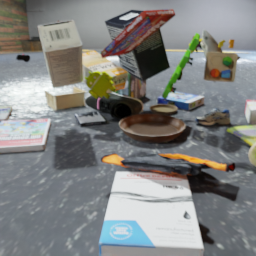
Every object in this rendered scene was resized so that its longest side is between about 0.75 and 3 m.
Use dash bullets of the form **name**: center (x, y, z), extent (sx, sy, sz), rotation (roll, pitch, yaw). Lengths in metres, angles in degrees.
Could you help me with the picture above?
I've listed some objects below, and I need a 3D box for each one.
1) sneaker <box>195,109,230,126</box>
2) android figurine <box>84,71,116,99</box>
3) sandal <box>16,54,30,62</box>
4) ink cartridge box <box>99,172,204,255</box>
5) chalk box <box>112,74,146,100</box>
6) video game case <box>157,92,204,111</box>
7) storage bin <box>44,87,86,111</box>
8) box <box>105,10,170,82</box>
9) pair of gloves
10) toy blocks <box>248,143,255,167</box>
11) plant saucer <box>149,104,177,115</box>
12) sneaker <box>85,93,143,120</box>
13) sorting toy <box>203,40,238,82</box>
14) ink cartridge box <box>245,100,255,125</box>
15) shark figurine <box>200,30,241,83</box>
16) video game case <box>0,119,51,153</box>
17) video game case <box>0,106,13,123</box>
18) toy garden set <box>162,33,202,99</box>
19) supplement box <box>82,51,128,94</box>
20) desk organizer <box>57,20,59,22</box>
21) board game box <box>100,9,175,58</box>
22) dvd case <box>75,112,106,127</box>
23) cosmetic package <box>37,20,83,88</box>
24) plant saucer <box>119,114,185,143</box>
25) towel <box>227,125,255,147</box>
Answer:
- **sneaker**: center (3.719, -0.535, 12.319), extent (1.636, 0.697, 0.630), rotation (-6, 21, -13)
- **android figurine**: center (-1.140, -1.729, 11.127), extent (1.276, 1.161, 0.262), rotation (39, 26, -10)
- **sandal**: center (-4.635, -3.098, 12.314), extent (0.201, 0.336, 0.894), rotation (30, 14, 12)
- **ink cartridge box**: center (0.450, 1.731, 5.764), extent (1.660, 0.971, 2.862), rotation (1, 20, 4)
- **chalk box**: center (-0.287, -2.425, 16.009), extent (1.687, 1.695, 2.725), rotation (11, 21, 28)
- **video game case**: center (2.884, -1.508, 15.330), extent (1.945, 0.442, 1.763), rotation (16, 25, 37)
- **storage bin**: center (-3.420, -1.645, 15.169), extent (1.735, 0.813, 1.722), rotation (-13, 24, -30)
- **box**: center (0.413, -3.864, 12.921), extent (1.606, 2.586, 2.607), rotation (-27, 32, -11)
- **pair of gloves**: center (1.098, 0.875, 7.375), extent (2.663, 0.370, 2.989), rotation (3, -1, 40)
- **toy blocks**: center (4.668, 1.211, 7.223), extent (2.158, 0.940, 2.590), rotation (0, 20, -1)
- **plant saucer**: center (1.764, -0.919, 14.077), extent (1.407, 0.207, 1.407), rotation (0, 21, 0)
- **sneaker**: center (-0.860, -1.078, 13.235), extent (2.969, 1.050, 1.472), rotation (10, 17, 13)
- **sorting toy**: center (3.014, -2.174, 9.042), extent (0.996, 1.337, 0.179), rotation (4, 12, 3)
- **ink cartridge box**: center (6.041, -0.678, 12.639), extent (1.273, 0.731, 1.753), rotation (6, 21, 15)
- **shark figurine**: center (3.818, -2.611, 11.217), extent (1.285, 1.839, 3.078), rotation (-18, -14, 21)
- **video game case**: center (-4.157, 0.249, 10.835), extent (2.055, 0.251, 2.874), rotation (-4, 20, -10)
- **video game case**: center (-6.737, -0.564, 13.047), extent (2.287, 0.252, 2.082), rotation (-5, 21, -12)
- **toy garden set**: center (2.478, -2.721, 12.150), extent (0.545, 2.732, 2.277), rotation (28, 32, 1)
- **supplement box**: center (-1.378, -2.536, 12.669), extent (2.393, 0.880, 1.508), rotation (37, 42, 28)
- **desk organizer**: center (-2.932, -4.163, 11.864), extent (0.407, 0.379, 1.058), rotation (-34, 39, 3)
- **board game box**: center (0.229, -2.920, 8.834), extent (1.261, 0.238, 2.449), rotation (-24, -1, -38)
- **dvd case**: center (-1.751, -0.416, 12.735), extent (1.124, 0.185, 1.495), rotation (-7, 21, -18)
- **cosmetic package**: center (-2.418, -2.612, 10.323), extent (1.307, 1.103, 2.528), rotation (-15, -17, -15)
- **plant saucer**: center (0.943, 0.021, 11.187), extent (2.614, 0.450, 2.614), rotation (1, 21, 0)
- **towel**: center (4.874, 0.357, 10.585), extent (1.487, 0.236, 2.070), rotation (-5, 20, -11)
